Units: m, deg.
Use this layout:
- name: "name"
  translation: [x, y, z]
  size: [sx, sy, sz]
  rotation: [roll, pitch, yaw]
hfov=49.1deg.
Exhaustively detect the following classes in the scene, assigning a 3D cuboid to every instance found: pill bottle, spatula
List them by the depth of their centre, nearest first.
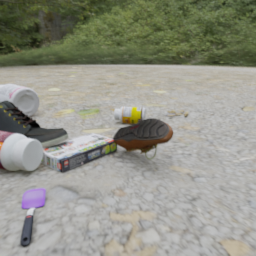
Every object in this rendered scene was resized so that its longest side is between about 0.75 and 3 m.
- name: "spatula"
  translation: [-2.006, 1.773, 5.739]
  size: [0.511, 0.186, 1.807]
  rotation: [-5, 18, -11]
- name: "pill bottle"
  translation: [-3.486, 0.649, 7.990]
  size: [1.914, 1.048, 1.048]
  rotation: [7, 18, 20]
- name: "pill bottle"
  translation: [0.085, -0.569, 12.562]
  size: [1.351, 0.738, 0.738]
  rotation: [3, 17, 9]
- name: "pill bottle"
  translation: [-5.765, -1.437, 14.167]
  size: [2.591, 1.469, 1.469]
  rotation: [16, 23, 41]

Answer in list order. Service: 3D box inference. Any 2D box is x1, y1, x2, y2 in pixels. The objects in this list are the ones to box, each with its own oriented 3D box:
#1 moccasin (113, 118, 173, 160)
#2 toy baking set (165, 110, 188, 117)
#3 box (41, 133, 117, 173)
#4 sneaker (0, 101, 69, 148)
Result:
- name: "moccasin"
  translation: [0.470, 0.358, 8.309]
  size: [2.459, 0.949, 0.899]
  rotation: [-20, 32, 52]
- name: "toy baking set"
  translation: [2.439, -0.676, 13.989]
  size: [1.104, 0.167, 1.438]
  rotation: [2, 16, 15]
- name: "box"
  translation: [-1.551, 0.718, 8.871]
  size: [1.243, 0.392, 2.258]
  rotation: [14, 22, 39]
- name: "sneaker"
  translation: [-3.412, -0.139, 9.034]
  size: [2.948, 1.566, 1.102]
  rotation: [-3, 7, 11]
